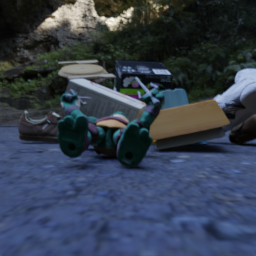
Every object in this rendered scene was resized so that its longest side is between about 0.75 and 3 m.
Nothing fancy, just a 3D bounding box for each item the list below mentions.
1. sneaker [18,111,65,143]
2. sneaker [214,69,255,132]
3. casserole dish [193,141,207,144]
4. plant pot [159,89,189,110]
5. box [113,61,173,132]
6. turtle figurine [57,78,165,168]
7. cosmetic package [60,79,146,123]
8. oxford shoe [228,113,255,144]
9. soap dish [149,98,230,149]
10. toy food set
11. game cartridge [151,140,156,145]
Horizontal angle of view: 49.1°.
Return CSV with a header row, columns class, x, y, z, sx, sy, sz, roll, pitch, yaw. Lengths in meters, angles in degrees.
class,x,y,z,sx,sy,sz,roll,pitch,yaw
sneaker,-2.272,-0.041,9.170,2.562,0.968,0.902,1,6,-9
sneaker,3.422,-0.870,8.986,2.808,1.055,1.614,-30,18,42
casserole dish,1.819,0.355,9.014,0.901,0.289,1.487,0,2,-43
plant pot,1.642,-0.500,10.372,1.656,1.622,1.656,-9,-7,-1
box,0.476,-1.195,11.896,2.110,2.841,1.766,1,29,-11
turtle figurine,-0.291,-0.114,5.503,2.134,1.435,2.850,-9,14,5
cosmetic package,-0.753,-0.575,8.826,2.383,1.232,1.040,24,18,10
oxford shoe,3.438,0.124,8.104,0.795,0.684,1.883,-18,-20,-6
soap dish,1.517,-0.156,7.454,1.859,0.960,2.363,-12,1,10
toy food set,-1.716,-2.059,10.996,1.974,0.574,2.860,-7,26,-18
game cartridge,0.635,0.434,8.952,0.738,0.136,0.837,1,3,28
